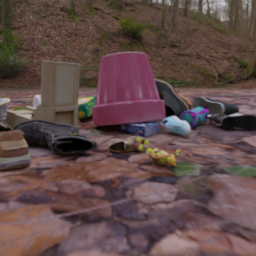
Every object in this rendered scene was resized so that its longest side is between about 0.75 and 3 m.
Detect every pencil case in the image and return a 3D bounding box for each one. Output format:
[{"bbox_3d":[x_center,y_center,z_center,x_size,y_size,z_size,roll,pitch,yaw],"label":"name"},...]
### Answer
[{"bbox_3d":[2.796,-0.451,11.791,0.795,0.732,1.719,-38,-11,31],"label":"pencil case"}]

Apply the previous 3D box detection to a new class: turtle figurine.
[{"bbox_3d":[0.760,0.636,6.756,1.475,0.475,1.190,2,16,-45],"label":"turtle figurine"}]

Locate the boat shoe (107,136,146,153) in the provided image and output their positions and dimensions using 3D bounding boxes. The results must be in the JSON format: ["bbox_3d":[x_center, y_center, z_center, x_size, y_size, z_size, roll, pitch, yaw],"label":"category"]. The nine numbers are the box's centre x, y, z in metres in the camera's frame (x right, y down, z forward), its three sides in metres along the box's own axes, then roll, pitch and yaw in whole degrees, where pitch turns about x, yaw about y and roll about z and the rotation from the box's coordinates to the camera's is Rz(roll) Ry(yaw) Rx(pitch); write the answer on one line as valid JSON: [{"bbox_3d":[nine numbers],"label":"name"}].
[{"bbox_3d":[-0.021,0.505,7.800,1.127,0.427,0.405,-9,14,4],"label":"boat shoe"}]

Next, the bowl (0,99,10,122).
[{"bbox_3d":[-5.100,-0.224,9.340,2.383,1.118,2.383,-5,15,1],"label":"bowl"}]

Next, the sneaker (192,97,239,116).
[{"bbox_3d":[4.737,-1.104,15.452,1.357,0.955,2.554,1,17,-27],"label":"sneaker"}]

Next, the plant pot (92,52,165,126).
[{"bbox_3d":[-0.065,-1.541,11.437,2.992,2.678,2.992,-5,2,0],"label":"plant pot"}]

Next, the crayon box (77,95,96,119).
[{"bbox_3d":[-2.341,-0.980,13.731,1.287,0.631,2.167,-10,16,12],"label":"crayon box"}]

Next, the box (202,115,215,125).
[{"bbox_3d":[3.817,-0.389,12.996,0.728,0.230,1.322,10,14,42],"label":"box"}]

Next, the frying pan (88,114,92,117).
[{"bbox_3d":[-1.786,-0.753,14.368,2.687,0.437,1.625,-14,7,-8],"label":"frying pan"}]

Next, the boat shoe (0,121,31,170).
[{"bbox_3d":[-3.372,0.283,7.179,2.795,1.004,1.059,9,13,39],"label":"boat shoe"}]

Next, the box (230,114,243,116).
[{"bbox_3d":[5.015,-0.444,13.022,0.401,0.334,0.976,8,13,38],"label":"box"}]

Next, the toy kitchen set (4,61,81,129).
[{"bbox_3d":[-2.798,-1.145,10.449,2.880,2.598,2.349,14,15,36],"label":"toy kitchen set"}]

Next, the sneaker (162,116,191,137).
[{"bbox_3d":[1.675,0.009,10.027,0.632,0.570,1.542,-14,17,-13],"label":"sneaker"}]

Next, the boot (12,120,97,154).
[{"bbox_3d":[-2.156,0.280,7.882,2.254,0.780,1.962,-1,10,-20],"label":"boot"}]

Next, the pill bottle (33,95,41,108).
[{"bbox_3d":[-3.975,-1.257,15.133,2.027,1.111,1.111,-8,13,-35],"label":"pill bottle"}]

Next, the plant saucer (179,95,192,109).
[{"bbox_3d":[2.788,-2.067,17.806,2.925,0.472,2.925,25,9,-4],"label":"plant saucer"}]

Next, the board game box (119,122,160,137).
[{"bbox_3d":[0.556,-0.006,10.480,1.271,0.392,1.271,-9,13,-44],"label":"board game box"}]

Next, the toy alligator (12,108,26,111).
[{"bbox_3d":[-5.075,-0.676,13.322,0.925,0.670,2.790,0,11,-2],"label":"toy alligator"}]

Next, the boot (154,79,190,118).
[{"bbox_3d":[1.726,-1.544,14.373,2.851,1.104,1.972,37,29,19],"label":"boot"}]

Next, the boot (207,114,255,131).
[{"bbox_3d":[4.301,-0.337,11.497,1.762,0.610,1.534,5,9,-2],"label":"boot"}]
